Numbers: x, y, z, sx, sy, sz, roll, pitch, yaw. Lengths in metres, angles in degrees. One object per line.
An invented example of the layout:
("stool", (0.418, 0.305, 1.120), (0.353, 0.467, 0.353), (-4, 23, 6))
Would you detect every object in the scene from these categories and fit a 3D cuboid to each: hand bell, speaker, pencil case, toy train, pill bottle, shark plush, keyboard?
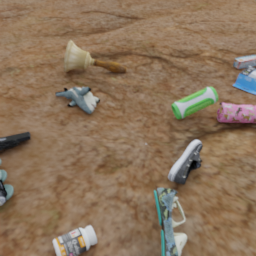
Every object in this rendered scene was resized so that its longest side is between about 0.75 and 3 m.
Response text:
("hand bell", (-1.525, -3.206, 13.836), (2.967, 1.545, 1.545), (12, 39, -5))
("speaker", (2.556, -0.954, 10.783), (1.691, 0.748, 0.748), (-25, 42, -2))
("pencil case", (4.405, -0.560, 10.653), (1.911, 0.791, 0.827), (2, 61, 2))
("toy train", (-4.319, 1.456, 8.001), (1.443, 1.079, 2.532), (-30, 47, -19))
("pill bottle", (-1.268, 2.751, 6.708), (0.955, 0.556, 0.556), (-19, 42, -22))
("shark plush", (-2.237, -1.257, 11.610), (2.197, 0.998, 0.915), (21, 74, 17))
("keyboard", (-4.373, 0.612, 9.662), (1.979, 0.392, 1.030), (-14, 18, -15))

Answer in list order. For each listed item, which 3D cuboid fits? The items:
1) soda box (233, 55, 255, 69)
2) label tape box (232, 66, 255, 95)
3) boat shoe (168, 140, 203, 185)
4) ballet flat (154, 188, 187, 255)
("soda box", (6.134, -3.408, 14.477), (1.335, 0.424, 0.456), (-12, 40, -16))
("label tape box", (5.748, -2.224, 12.930), (1.140, 0.526, 1.591), (31, 46, 32))
("boat shoe", (1.936, 1.060, 8.593), (0.617, 0.651, 1.861), (25, 42, 28))
("ballet flat", (1.049, 2.390, 6.648), (0.748, 0.748, 2.015), (-3, 63, -3))
